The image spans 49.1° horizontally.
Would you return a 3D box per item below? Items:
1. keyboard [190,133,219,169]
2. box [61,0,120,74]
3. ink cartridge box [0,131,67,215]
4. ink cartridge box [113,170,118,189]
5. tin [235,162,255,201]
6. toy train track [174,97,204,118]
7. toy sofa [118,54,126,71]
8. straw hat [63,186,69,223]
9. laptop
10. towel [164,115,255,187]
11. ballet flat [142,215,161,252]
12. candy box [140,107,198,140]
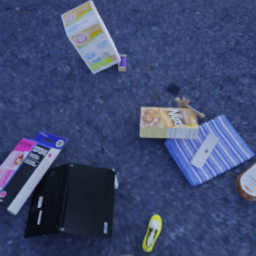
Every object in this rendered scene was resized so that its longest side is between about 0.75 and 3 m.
[{"bbox_3d":[2.725,0.805,9.943,0.417,0.079,1.483,34,64,12],"label":"keyboard"},{"bbox_3d":[-1.432,-3.525,11.174,1.360,2.418,1.226,-24,61,6],"label":"box"},{"bbox_3d":[-3.440,1.278,9.413,1.411,0.553,2.980,15,57,28],"label":"ink cartridge box"},{"bbox_3d":[-0.798,1.793,9.373,0.825,0.349,0.596,-13,60,-7],"label":"ink cartridge box"},{"bbox_3d":[4.431,1.699,9.451,1.782,0.373,0.998,-34,61,-18],"label":"tin"},{"bbox_3d":[2.367,-0.801,10.700,1.301,0.746,0.212,32,60,-7],"label":"toy train track"},{"bbox_3d":[-0.252,-2.843,12.123,0.315,0.371,0.760,2,58,1],"label":"toy sofa"},{"bbox_3d":[-1.873,2.512,8.815,1.293,0.547,1.293,-8,51,10],"label":"straw hat"},{"bbox_3d":[-1.816,2.379,8.922,2.483,1.282,2.200,-18,52,28],"label":"laptop"},{"bbox_3d":[2.874,0.731,10.028,2.699,0.322,1.954,-23,63,-13],"label":"towel"},{"bbox_3d":[0.750,3.185,8.527,0.384,0.385,1.148,19,61,11],"label":"ballet flat"},{"bbox_3d":[1.444,-0.184,10.193,2.024,0.560,1.168,2,40,3],"label":"candy box"}]
